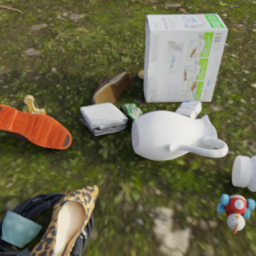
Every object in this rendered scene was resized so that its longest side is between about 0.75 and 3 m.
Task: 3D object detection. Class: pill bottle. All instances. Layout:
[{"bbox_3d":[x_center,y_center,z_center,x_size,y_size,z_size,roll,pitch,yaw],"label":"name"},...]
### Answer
[{"bbox_3d":[3.886,1.327,7.726,1.762,1.003,1.003,9,44,8],"label":"pill bottle"}]

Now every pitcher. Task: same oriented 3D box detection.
[{"bbox_3d":[1.457,0.329,8.283,2.445,1.482,2.097,-2,20,-11],"label":"pitcher"}]

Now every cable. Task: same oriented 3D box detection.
[{"bbox_3d":[-2.102,2.412,6.809,2.397,0.609,1.956,6,48,11],"label":"cable"}]

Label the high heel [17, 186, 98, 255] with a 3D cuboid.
[{"bbox_3d":[-1.113,2.025,5.803,0.869,1.736,2.435,53,53,-10],"label":"high heel"}]

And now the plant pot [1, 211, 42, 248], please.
[{"bbox_3d":[-2.503,2.351,6.390,0.869,0.869,0.582,17,63,17],"label":"plant pot"}]

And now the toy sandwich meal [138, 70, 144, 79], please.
[{"bbox_3d":[0.835,-2.222,12.056,0.849,0.291,0.849,-2,41,2],"label":"toy sandwich meal"}]

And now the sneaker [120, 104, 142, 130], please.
[{"bbox_3d":[0.258,-0.403,9.828,0.658,0.602,1.544,-18,45,-15],"label":"sneaker"}]

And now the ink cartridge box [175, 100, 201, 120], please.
[{"bbox_3d":[2.167,-0.607,10.104,0.611,0.356,0.845,14,45,35],"label":"ink cartridge box"}]

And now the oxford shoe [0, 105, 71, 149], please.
[{"bbox_3d":[-3.111,0.034,8.982,2.680,0.972,0.954,23,70,-7],"label":"oxford shoe"}]

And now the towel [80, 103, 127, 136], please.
[{"bbox_3d":[-0.862,-0.272,9.601,1.345,0.576,1.114,-14,43,-31],"label":"towel"}]

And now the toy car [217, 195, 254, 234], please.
[{"bbox_3d":[2.558,2.097,6.630,0.737,0.707,0.799,9,40,7],"label":"toy car"}]

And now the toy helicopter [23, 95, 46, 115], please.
[{"bbox_3d":[-3.322,-0.572,9.509,0.877,1.326,0.523,-7,49,-7],"label":"toy helicopter"}]

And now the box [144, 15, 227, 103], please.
[{"bbox_3d":[1.911,-2.464,10.347,2.595,2.941,1.422,-1,42,0],"label":"box"}]

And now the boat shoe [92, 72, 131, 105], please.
[{"bbox_3d":[-0.774,-1.559,11.042,0.819,0.821,2.276,13,44,33],"label":"boat shoe"}]
